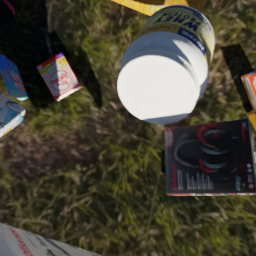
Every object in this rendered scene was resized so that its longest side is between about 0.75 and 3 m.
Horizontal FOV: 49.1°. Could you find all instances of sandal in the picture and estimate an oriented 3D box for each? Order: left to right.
[{"bbox_3d":[-3.877,-3.587,8.849,0.733,0.440,1.951,-19,85,-2],"label":"sandal"}]

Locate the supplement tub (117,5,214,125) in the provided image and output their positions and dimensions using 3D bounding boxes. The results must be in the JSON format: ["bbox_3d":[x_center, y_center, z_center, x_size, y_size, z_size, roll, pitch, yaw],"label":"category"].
[{"bbox_3d":[0.883,-1.440,6.174,1.822,1.822,2.524,23,44,2],"label":"supplement tub"}]

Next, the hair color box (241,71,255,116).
[{"bbox_3d":[3.356,-0.153,6.250,0.775,1.344,2.423,-20,93,19],"label":"hair color box"}]

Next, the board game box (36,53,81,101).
[{"bbox_3d":[-2.153,-1.587,8.760,0.918,0.281,1.211,-31,86,-2],"label":"board game box"}]

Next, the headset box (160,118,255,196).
[{"bbox_3d":[1.466,0.622,5.362,1.774,0.665,1.319,-7,74,28],"label":"headset box"}]

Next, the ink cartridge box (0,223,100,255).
[{"bbox_3d":[-1.417,3.048,5.472,2.809,2.050,1.181,33,72,-31],"label":"ink cartridge box"}]

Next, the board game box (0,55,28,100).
[{"bbox_3d":[-3.488,-1.481,8.447,0.266,0.899,1.182,-21,86,-1],"label":"board game box"}]

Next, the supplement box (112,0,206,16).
[{"bbox_3d":[0.873,-4.075,8.624,2.944,0.979,1.013,21,86,2],"label":"supplement box"}]

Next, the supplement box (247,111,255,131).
[{"bbox_3d":[4.477,0.350,8.381,0.748,0.724,2.176,-29,86,-3],"label":"supplement box"}]

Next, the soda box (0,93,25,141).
[{"bbox_3d":[-2.555,0.103,4.836,0.549,0.510,1.604,38,49,-2],"label":"soda box"}]
